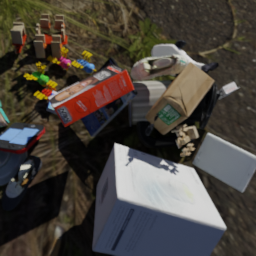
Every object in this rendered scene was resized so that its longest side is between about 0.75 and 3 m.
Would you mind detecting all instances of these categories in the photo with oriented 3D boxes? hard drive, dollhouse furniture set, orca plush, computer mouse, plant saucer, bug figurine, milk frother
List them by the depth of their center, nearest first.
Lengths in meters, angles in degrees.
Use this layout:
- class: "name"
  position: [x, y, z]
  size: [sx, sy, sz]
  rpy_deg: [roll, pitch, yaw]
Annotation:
- class: "computer mouse"
  position: [0.617, -0.095, 7.374]
  size: [0.149, 0.873, 0.256]
  rpy_deg: [30, 45, 7]
- class: "dollhouse furniture set"
  position: [1.572, 0.300, 8.113]
  size: [0.842, 0.548, 0.774]
  rpy_deg: [-33, 106, -43]
- class: "hard drive"
  position: [3.102, 1.082, 8.984]
  size: [1.783, 0.234, 1.176]
  rpy_deg: [30, 101, 31]
- class: "milk frother"
  position: [1.435, -0.863, 9.890]
  size: [2.819, 2.997, 2.705]
  rpy_deg: [-4, 64, -2]
- class: "plant saucer"
  position: [-4.770, 1.083, 10.158]
  size: [2.074, 0.521, 2.074]
  rpy_deg: [0, 59, 0]
- class: "orca plush"
  position: [2.069, -2.359, 10.392]
  size: [2.857, 1.016, 1.503]
  rpy_deg: [17, 83, 44]
- class: "bug figurine"
  position: [-2.905, -2.252, 11.970]
  size: [2.298, 0.762, 2.963]
  rpy_deg: [36, 70, 25]
- class: "dollhouse furniture set"
  position: [-4.010, -4.060, 12.829]
  size: [2.375, 1.237, 2.400]
  rpy_deg: [0, 49, -8]

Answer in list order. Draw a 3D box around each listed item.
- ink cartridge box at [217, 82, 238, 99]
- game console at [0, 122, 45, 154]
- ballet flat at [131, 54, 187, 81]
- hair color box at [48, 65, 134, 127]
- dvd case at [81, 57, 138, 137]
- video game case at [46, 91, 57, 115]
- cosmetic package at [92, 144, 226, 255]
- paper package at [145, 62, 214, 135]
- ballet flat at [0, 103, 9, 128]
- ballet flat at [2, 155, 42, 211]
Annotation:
- class: "ink cartridge box"
  position: [3.658, -1.389, 10.329]
  size: [0.515, 0.888, 0.301]
  rpy_deg: [-26, 84, -8]
- class: "game console"
  position: [-4.033, 0.320, 10.255]
  size: [1.480, 0.260, 1.673]
  rpy_deg: [10, 33, 13]
- class: "ballet flat"
  position: [0.904, -2.131, 9.585]
  size: [2.222, 0.797, 0.797]
  rpy_deg: [-6, 54, 34]
- class: "hair color box"
  position: [-1.178, -1.060, 8.724]
  size: [2.412, 0.739, 1.224]
  rpy_deg: [-31, 28, -11]
- class: "dvd case"
  position: [-0.961, -1.097, 10.276]
  size: [2.476, 0.217, 1.767]
  rpy_deg: [-43, 67, 25]
- class: "video game case"
  position: [-2.350, -0.794, 9.627]
  size: [0.749, 0.188, 0.826]
  rpy_deg: [24, 46, -25]
- class: "cosmetic package"
  position: [0.660, 2.072, 7.700]
  size: [2.776, 1.707, 2.768]
  rpy_deg: [20, 19, -12]
- class: "paper package"
  position: [1.513, -0.850, 8.632]
  size: [0.931, 1.800, 1.716]
  rpy_deg: [39, 67, -1]
- class: "ballet flat"
  position: [-5.376, -0.741, 11.196]
  size: [0.618, 0.625, 1.837]
  rpy_deg: [-30, 63, -6]
- class: "ballet flat"
  position: [-3.727, 1.809, 9.638]
  size: [0.753, 0.753, 2.060]
  rpy_deg: [22, 62, 12]
